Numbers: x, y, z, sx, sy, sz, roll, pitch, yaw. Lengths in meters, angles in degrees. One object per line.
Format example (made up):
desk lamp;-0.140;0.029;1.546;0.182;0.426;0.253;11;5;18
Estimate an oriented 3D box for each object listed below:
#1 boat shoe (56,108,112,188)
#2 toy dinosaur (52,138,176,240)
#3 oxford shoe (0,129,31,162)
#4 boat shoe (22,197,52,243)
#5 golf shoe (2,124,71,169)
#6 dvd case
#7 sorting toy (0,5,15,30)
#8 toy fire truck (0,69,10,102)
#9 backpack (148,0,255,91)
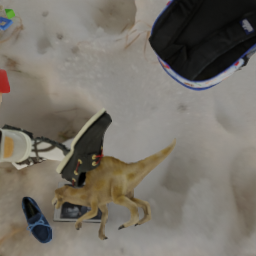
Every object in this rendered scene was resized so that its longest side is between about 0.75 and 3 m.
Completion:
boat shoe;-0.716;0.417;5.124;0.640;2.042;0.747;40;44;5
toy dinosaur;-0.135;1.100;5.133;2.787;0.811;1.409;-24;68;-1
oxford shoe;-3.884;0.457;7.436;2.934;0.847;1.103;-1;86;28
boat shoe;-2.420;2.356;7.151;0.555;0.453;1.318;-37;68;-18
golf shoe;-2.598;0.734;7.906;2.336;0.908;1.104;17;79;12
dvd case;-1.235;1.990;7.511;1.386;0.171;1.041;1;62;1
sorting toy;-5.727;-4.164;10.703;2.916;0.397;1.642;8;58;4
toy fire truck;-2.601;-0.031;4.657;0.464;1.342;1.904;5;101;21
backpack;1.854;-2.241;6.733;2.543;2.056;2.669;-41;74;2
